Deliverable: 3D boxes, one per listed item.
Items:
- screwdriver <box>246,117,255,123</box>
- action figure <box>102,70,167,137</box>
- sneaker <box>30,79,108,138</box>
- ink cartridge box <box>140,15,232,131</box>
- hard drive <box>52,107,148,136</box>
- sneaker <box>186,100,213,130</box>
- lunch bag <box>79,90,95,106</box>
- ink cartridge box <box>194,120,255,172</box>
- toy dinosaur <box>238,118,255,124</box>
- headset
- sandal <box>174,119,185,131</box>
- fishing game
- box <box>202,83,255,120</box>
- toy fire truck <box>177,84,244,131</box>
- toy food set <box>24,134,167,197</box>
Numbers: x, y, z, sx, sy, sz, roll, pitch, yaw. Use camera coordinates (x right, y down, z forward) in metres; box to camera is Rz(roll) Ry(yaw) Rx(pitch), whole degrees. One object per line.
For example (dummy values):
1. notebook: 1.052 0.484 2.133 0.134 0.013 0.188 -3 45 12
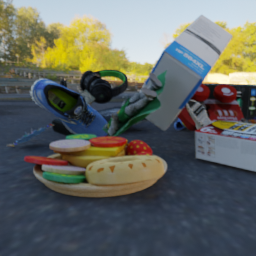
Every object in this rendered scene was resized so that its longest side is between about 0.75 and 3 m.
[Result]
1. screwdriver: 4.062 -0.482 7.938 2.736 0.382 0.398 -38 -2 24
2. action figure: -0.015 -0.366 6.611 2.308 0.631 1.363 -42 16 50
3. sneaker: -1.445 -0.388 7.581 2.463 0.968 1.098 35 -9 -32
4. ink cartridge box: 1.528 -1.567 7.704 1.182 2.046 2.803 36 48 6
5. hard drive: -1.011 -0.263 10.027 2.873 0.472 2.005 -14 16 -34
6. sneaker: 2.148 -0.191 8.309 0.525 1.398 0.567 -34 -7 -27
7. lunch bag: -1.681 -0.715 9.220 0.567 0.791 0.964 43 36 2
8. ink cartridge box: 2.465 0.286 5.975 1.581 0.663 1.388 10 22 44
9. toy dinosaur: 4.028 0.118 7.460 2.093 1.069 1.421 35 62 23
10. headset: -1.370 -1.838 11.471 2.872 1.349 1.774 -26 45 -23
11. sandal: 1.927 -0.132 10.432 0.476 0.435 1.094 -33 -6 8
12. fishing game: -2.590 0.159 7.475 1.247 0.194 0.893 -28 1 -7
13. box: 4.028 -0.951 11.315 2.697 1.676 2.003 0 10 -4
14. toy fire truck: 2.721 -0.430 9.219 2.206 1.237 1.852 2 45 -2
15. toy food set: -0.531 0.600 5.138 2.460 0.605 2.486 2 10 11
